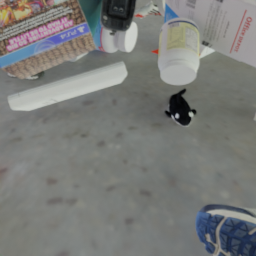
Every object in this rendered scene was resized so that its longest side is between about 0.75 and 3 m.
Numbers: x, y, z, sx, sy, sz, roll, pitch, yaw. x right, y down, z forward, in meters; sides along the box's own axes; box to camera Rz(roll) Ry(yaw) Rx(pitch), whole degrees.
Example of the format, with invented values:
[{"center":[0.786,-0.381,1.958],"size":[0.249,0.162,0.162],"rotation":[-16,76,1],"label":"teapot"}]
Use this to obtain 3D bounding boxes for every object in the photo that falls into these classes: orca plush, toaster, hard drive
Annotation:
[{"center":[1.552,-0.764,8.035],"size":[0.898,0.607,1.708],"rotation":[9,37,12],"label":"orca plush"},{"center":[-0.329,-3.686,8.426],"size":[0.976,1.718,1.110],"rotation":[7,9,-12],"label":"toaster"},{"center":[-1.098,-0.768,5.446],"size":[2.066,0.276,1.363],"rotation":[-18,5,-6],"label":"hard drive"}]

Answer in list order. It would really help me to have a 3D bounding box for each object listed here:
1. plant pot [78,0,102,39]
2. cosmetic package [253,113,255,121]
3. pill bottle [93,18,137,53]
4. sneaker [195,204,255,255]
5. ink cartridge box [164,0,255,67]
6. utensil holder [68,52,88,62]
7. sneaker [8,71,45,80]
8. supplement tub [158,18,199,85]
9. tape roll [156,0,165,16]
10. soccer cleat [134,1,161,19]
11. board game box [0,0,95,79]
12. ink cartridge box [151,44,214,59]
[{"center":[-1.888,-4.774,8.906],"size":[2.993,2.812,2.993],"rotation":[22,39,-19],"label":"plant pot"},{"center":[3.896,-0.388,7.805],"size":[0.763,0.271,0.401],"rotation":[-28,44,-33],"label":"cosmetic package"},{"center":[-1.166,-4.037,11.672],"size":[2.879,1.566,1.566],"rotation":[18,40,19],"label":"pill bottle"},{"center":[2.489,1.752,4.391],"size":[2.887,1.112,1.230],"rotation":[16,28,9],"label":"sneaker"},{"center":[2.252,-2.637,6.421],"size":[2.763,1.603,0.937],"rotation":[31,71,18],"label":"ink cartridge box"},{"center":[-2.086,-3.131,11.226],"size":[0.731,0.731,0.860],"rotation":[16,42,20],"label":"utensil holder"},{"center":[-3.633,-2.075,9.821],"size":[1.402,0.634,0.466],"rotation":[8,38,10],"label":"sneaker"},{"center":[1.172,-1.751,6.492],"size":[0.943,0.943,1.300],"rotation":[4,67,5],"label":"supplement tub"},{"center":[1.494,-4.782,10.069],"size":[0.270,1.480,1.480],"rotation":[19,40,31],"label":"tape roll"},{"center":[0.816,-4.987,11.738],"size":[1.402,0.597,0.481],"rotation":[-8,49,-6],"label":"soccer cleat"},{"center":[-2.354,-2.947,6.832],"size":[2.189,2.746,1.330],"rotation":[-22,1,-1],"label":"board game box"},{"center":[2.425,-3.523,11.874],"size":[1.937,0.599,2.388],"rotation":[30,43,35],"label":"ink cartridge box"}]
